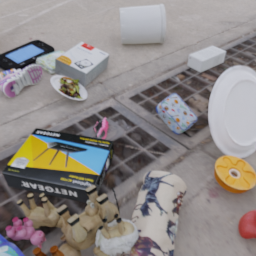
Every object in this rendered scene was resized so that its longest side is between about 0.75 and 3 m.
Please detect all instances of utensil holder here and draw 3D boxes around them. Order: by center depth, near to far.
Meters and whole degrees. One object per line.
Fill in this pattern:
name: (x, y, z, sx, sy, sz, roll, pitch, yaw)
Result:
utensil holder: (0.735, -5.505, 15.037, 2.329, 1.979, 1.979, -4, 40, -2)

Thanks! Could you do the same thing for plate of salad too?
plate of salad: (3.401, -0.475, 8.695, 2.850, 2.850, 0.685, -26, 16, -27)
plate of salad: (-2.310, -1.666, 11.194, 1.592, 0.382, 1.592, 27, 29, -16)

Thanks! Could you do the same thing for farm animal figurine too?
farm animal figurine: (-1.245, 2.291, 6.142, 2.506, 1.321, 2.533, -23, 26, -13)

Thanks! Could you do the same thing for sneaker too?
sneaker: (-0.992, 0.076, 9.631, 0.500, 0.414, 1.048, -8, 35, 18)
sneaker: (-4.611, -2.094, 11.856, 0.948, 0.863, 2.145, 16, 43, 30)

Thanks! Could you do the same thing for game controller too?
game controller: (-5.028, -3.535, 13.703, 1.516, 0.612, 2.905, 24, 46, 26)

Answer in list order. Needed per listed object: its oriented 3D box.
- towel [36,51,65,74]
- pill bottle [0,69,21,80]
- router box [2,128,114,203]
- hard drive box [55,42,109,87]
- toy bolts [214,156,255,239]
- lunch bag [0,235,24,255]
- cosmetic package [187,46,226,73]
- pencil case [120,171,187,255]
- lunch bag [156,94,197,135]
towel: (-3.418, -3.170, 13.465, 1.599, 0.385, 1.368, -32, 52, -32)
pill bottle: (-5.116, -2.270, 12.256, 0.927, 0.520, 0.520, -24, 46, -25)
router box: (-1.918, 1.023, 8.179, 2.619, 0.669, 1.954, 8, 41, 11)
hard drive box: (-2.041, -2.884, 12.562, 1.576, 0.777, 2.023, 26, 45, 10)
toy bolts: (3.414, 1.346, 6.716, 2.484, 1.803, 2.600, 22, 45, 11)
lunch bag: (-2.995, 3.018, 5.435, 2.041, 1.300, 1.735, 31, 47, 17)
cosmetic package: (3.767, -3.318, 13.436, 1.701, 0.606, 0.863, -25, 46, -27)
pencil case: (0.640, 2.278, 6.362, 1.133, 1.302, 2.912, -15, 32, 29)
lunch bag: (1.714, -0.479, 9.748, 1.092, 0.515, 1.363, -36, 84, -35)
